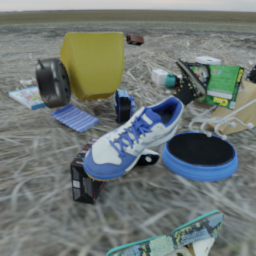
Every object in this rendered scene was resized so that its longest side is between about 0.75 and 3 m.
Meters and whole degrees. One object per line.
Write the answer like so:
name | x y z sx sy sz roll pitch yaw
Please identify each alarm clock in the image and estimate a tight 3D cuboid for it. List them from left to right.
alarm clock | -2.785 -1.745 11.063 0.926 1.876 2.781 -10 5 1

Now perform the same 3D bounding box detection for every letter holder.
letter holder | 0.302 -4.086 12.755 0.751 0.534 0.378 -2 -8 -35

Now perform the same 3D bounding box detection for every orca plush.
orca plush | -0.001 0.901 8.418 1.814 0.954 0.645 17 64 12

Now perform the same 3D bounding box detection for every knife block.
knife block | 4.431 -1.216 10.583 2.824 2.479 0.904 -13 28 -24

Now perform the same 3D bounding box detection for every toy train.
toy train | -4.117 -2.398 14.365 2.965 0.825 2.227 24 24 38

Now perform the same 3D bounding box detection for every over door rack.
over door rack | 3.512 -0.605 9.244 2.676 0.891 1.977 -41 12 -8

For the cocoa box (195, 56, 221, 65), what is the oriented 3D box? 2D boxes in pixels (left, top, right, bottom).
cocoa box | 5.001 -3.919 17.736 0.924 0.909 1.385 -14 30 -26

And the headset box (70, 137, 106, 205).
headset box | -0.926 1.060 7.501 0.589 1.167 1.570 8 27 13

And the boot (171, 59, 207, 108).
boot | 1.882 -1.504 9.897 1.570 1.186 0.567 50 27 -2

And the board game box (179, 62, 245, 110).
board game box | 2.866 -1.601 10.206 0.322 1.436 2.741 8 11 -31

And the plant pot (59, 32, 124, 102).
plant pot | -1.444 -2.428 11.838 2.337 2.390 2.321 -8 -3 -21

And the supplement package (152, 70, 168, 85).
supplement package | 1.845 -2.903 16.027 0.634 0.626 1.045 -8 28 -16

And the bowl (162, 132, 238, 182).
bowl | 2.242 0.803 8.817 2.324 0.456 2.324 0 27 0

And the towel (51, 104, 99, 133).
towel | -2.124 -0.418 11.208 1.626 0.194 1.177 28 37 24

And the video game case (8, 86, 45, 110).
video game case | -4.502 -1.537 13.744 1.770 0.220 2.473 -23 34 -38

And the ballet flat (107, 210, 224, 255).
ballet flat | 0.905 2.413 5.360 2.669 0.991 0.991 -13 29 -21

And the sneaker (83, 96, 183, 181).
sneaker | 0.156 0.094 6.632 2.911 1.283 1.096 -34 67 -34

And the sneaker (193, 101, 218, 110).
sneaker | 3.774 -1.230 12.647 1.736 0.656 0.611 14 30 27

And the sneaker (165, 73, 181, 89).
sneaker | 2.565 -2.386 14.681 1.247 0.863 2.065 -4 19 -19

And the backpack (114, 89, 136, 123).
backpack | -0.161 -0.935 11.148 0.800 1.085 1.189 -4 54 -6
